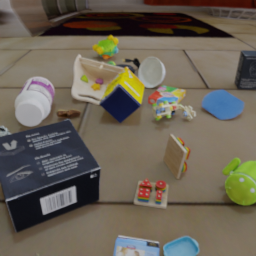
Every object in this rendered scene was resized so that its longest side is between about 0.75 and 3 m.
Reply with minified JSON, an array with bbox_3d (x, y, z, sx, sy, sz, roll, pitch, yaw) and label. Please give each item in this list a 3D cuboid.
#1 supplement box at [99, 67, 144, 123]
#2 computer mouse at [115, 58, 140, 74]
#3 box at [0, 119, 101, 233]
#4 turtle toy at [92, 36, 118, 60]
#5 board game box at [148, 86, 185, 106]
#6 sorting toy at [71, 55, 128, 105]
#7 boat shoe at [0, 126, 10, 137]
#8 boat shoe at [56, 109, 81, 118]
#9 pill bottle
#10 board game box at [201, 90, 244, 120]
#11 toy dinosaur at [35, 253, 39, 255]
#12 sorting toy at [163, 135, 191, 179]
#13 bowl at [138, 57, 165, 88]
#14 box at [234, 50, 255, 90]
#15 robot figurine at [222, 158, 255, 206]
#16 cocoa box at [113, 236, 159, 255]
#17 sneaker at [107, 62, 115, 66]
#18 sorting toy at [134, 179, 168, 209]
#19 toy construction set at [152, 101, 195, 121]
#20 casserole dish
[{"bbox_3d":[-0.223,-1.528,12.602,1.295,1.287,2.364,43,27,-17],"label":"supplement box"},{"bbox_3d":[-0.228,-3.825,17.237,2.482,0.571,1.743,-10,49,-16],"label":"computer mouse"},{"bbox_3d":[-2.380,1.211,8.060,2.420,1.445,2.461,-16,43,-25],"label":"box"},{"bbox_3d":[-1.578,-5.693,20.125,1.726,1.197,2.368,-33,35,-6],"label":"turtle toy"},{"bbox_3d":[1.967,-1.566,14.060,1.330,0.351,1.739,16,34,24],"label":"board game box"},{"bbox_3d":[-1.675,-2.216,14.306,2.723,1.455,2.452,16,51,5],"label":"sorting toy"},{"bbox_3d":[-4.554,0.493,9.733,2.805,0.999,0.979,-10,32,-36],"label":"boat shoe"},{"bbox_3d":[-2.626,-0.585,12.378,1.066,0.384,0.360,0,39,-16],"label":"boat shoe"},{"bbox_3d":[-4.100,-1.148,12.291,1.456,1.456,2.593,-3,30,-5],"label":"pill bottle"},{"bbox_3d":[4.341,-0.976,12.965,1.463,0.361,1.852,-35,51,-14],"label":"board game box"},{"bbox_3d":[-1.940,3.180,6.254,0.368,0.198,0.836,-19,33,-4],"label":"toy dinosaur"},{"bbox_3d":[1.635,0.927,9.218,0.370,1.056,1.063,-1,30,-20],"label":"sorting toy"},{"bbox_3d":[1.444,-3.042,15.544,1.695,1.695,0.762,28,21,38],"label":"bowl"},{"bbox_3d":[6.727,-3.121,15.156,1.410,1.899,1.017,4,31,6],"label":"box"},{"bbox_3d":[3.487,1.593,8.146,1.671,0.966,1.466,-25,59,-38],"label":"robot figurine"},{"bbox_3d":[0.172,2.804,6.124,0.962,0.641,0.631,7,-10,6],"label":"cocoa box"},{"bbox_3d":[-1.090,-3.876,17.795,0.564,0.500,1.350,-11,32,-25],"label":"sneaker"},{"bbox_3d":[0.703,1.878,8.299,0.929,0.323,0.923,6,31,10],"label":"sorting toy"},{"bbox_3d":[1.872,-0.774,12.050,1.987,0.915,1.303,2,-7,-26],"label":"toy construction set"},{"bbox_3d":[1.260,2.935,6.677,0.901,0.175,0.546,-14,34,-21],"label":"casserole dish"}]
